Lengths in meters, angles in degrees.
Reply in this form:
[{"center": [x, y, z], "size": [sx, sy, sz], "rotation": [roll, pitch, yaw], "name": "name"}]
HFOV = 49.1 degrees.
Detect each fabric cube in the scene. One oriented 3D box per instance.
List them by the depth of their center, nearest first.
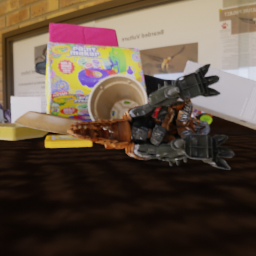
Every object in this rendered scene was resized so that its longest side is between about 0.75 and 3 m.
[{"center": [-1.900, -2.296, 11.976], "size": [2.871, 2.862, 2.817], "rotation": [-1, -32, -16], "name": "fabric cube"}]

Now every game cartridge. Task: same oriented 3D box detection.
[{"center": [-1.112, 0.239, 5.179], "size": [0.797, 0.147, 0.904], "rotation": [-1, 3, -15], "name": "game cartridge"}]

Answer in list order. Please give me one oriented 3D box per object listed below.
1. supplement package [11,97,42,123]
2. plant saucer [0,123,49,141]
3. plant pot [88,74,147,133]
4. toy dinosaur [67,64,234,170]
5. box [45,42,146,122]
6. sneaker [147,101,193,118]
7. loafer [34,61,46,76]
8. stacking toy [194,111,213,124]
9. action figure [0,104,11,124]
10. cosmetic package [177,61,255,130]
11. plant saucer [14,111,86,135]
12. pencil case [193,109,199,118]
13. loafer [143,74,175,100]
[{"center": [-3.988, -0.661, 11.077], "size": [1.094, 1.102, 1.452], "rotation": [-1, 4, -18], "name": "supplement package"}, {"center": [-2.570, 0.075, 6.362], "size": [1.267, 0.307, 1.267], "rotation": [3, 5, 26], "name": "plant saucer"}, {"center": [-0.155, -0.482, 7.414], "size": [1.474, 1.474, 1.349], "rotation": [1, -10, 10], "name": "plant pot"}, {"center": [0.381, 0.078, 3.542], "size": [2.264, 1.156, 1.537], "rotation": [-29, 8, -41], "name": "toy dinosaur"}, {"center": [-1.218, -1.242, 9.082], "size": [2.732, 1.667, 2.632], "rotation": [-2, -20, -18], "name": "box"}, {"center": [0.627, -0.408, 8.736], "size": [1.445, 0.980, 2.502], "rotation": [-2, 3, -44], "name": "sneaker"}, {"center": [-2.208, -2.256, 9.602], "size": [2.066, 0.725, 0.702], "rotation": [-6, 47, 0], "name": "loafer"}, {"center": [2.940, -0.473, 11.284], "size": [1.031, 0.933, 0.435], "rotation": [9, -28, 13], "name": "stacking toy"}, {"center": [-5.419, -0.375, 9.898], "size": [1.505, 0.802, 2.312], "rotation": [12, 14, 38], "name": "action figure"}, {"center": [2.694, -0.835, 7.704], "size": [2.669, 1.204, 1.426], "rotation": [17, 3, 12], "name": "cosmetic package"}, {"center": [-1.658, -0.119, 6.532], "size": [1.850, 0.327, 1.850], "rotation": [10, 1, 0], "name": "plant saucer"}, {"center": [2.421, -1.158, 10.259], "size": [0.945, 2.210, 0.928], "rotation": [41, -8, -36], "name": "pencil case"}, {"center": [1.558, -1.493, 12.078], "size": [2.969, 1.084, 1.059], "rotation": [17, -24, -9], "name": "loafer"}]
